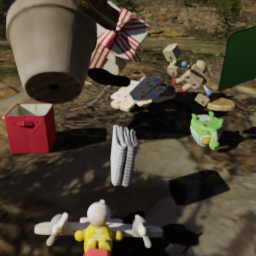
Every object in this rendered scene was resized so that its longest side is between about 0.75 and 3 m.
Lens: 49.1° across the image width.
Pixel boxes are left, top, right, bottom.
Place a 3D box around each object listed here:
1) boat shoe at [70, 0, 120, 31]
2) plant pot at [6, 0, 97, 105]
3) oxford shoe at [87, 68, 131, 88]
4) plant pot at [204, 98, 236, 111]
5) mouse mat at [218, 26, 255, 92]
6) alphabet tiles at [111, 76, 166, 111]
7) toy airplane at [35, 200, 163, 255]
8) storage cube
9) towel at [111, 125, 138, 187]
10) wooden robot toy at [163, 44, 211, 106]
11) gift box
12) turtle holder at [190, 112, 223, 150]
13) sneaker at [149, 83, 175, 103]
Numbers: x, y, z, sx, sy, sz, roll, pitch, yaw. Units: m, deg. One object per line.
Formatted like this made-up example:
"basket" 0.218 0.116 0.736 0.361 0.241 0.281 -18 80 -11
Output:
"boat shoe" -0.628 -2.339 5.285 0.456 0.428 1.266 21 -3 43
"plant pot" -2.231 -2.141 8.471 2.793 2.793 2.424 -4 63 -10
"oxford shoe" -0.751 -1.841 10.612 1.652 0.589 0.589 16 3 -11
"plant pot" 4.437 -1.181 13.640 1.573 0.216 1.573 0 24 0
"mouse mat" 4.550 -2.704 10.803 2.158 2.681 0.101 -20 48 -11
"alphabet tiles" 0.448 -1.727 13.586 2.647 0.193 2.589 -41 38 -25
"toy airplane" -0.506 1.844 5.092 1.763 1.250 1.771 22 29 39
"storage cube" -3.189 -0.012 9.392 1.285 1.351 1.503 -1 22 -3
"towel" -0.093 0.567 5.930 0.482 0.933 1.127 4 22 -7
"wooden robot toy" 1.864 -1.672 8.256 0.951 2.096 0.923 -52 18 -25
"gift box" -0.541 -3.377 11.445 2.527 2.359 2.331 31 63 -8
"turtle holder" 2.738 0.131 9.501 1.039 0.971 1.368 -20 33 -31
"sneaker" 1.800 -1.987 14.533 0.837 0.992 2.268 17 28 35
